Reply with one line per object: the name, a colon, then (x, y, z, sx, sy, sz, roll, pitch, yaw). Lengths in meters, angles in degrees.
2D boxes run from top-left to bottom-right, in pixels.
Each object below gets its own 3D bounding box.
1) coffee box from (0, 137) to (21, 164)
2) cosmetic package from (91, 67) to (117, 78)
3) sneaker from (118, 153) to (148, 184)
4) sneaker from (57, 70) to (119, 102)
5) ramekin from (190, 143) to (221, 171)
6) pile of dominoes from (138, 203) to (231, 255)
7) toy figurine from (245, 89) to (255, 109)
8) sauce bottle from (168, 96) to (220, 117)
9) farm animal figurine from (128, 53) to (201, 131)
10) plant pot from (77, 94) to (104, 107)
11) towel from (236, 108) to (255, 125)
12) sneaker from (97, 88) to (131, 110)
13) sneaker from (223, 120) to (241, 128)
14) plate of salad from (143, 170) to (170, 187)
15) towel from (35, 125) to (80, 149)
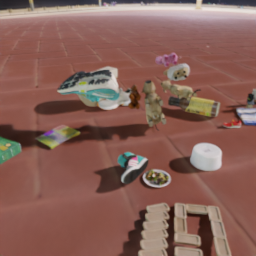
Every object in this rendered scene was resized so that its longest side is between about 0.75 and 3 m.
coffee box: (-4.763, 0.960, 9.497, 1.148, 0.411, 1.867, 14, 31, 25)
cosmetic package: (-1.456, -3.230, 17.100, 0.822, 0.581, 1.588, 20, 35, 33)
sneaker: (-0.030, 1.204, 8.839, 0.838, 0.581, 1.389, 22, 27, 26)
sneaker: (-1.624, -1.465, 10.957, 2.936, 1.169, 1.138, 6, 49, 35)
ramekin: (2.636, 0.948, 9.433, 1.024, 0.499, 1.024, 0, 28, 0)
pile of dominoes: (1.288, 2.687, 6.597, 1.983, 0.405, 2.544, 4, 20, 8)
toy figurine: (6.281, -1.250, 13.241, 1.208, 0.854, 1.227, 13, 32, 34)
sauce bottle: (2.992, -1.050, 12.905, 2.287, 0.740, 0.740, 14, 31, 26)
farm animal figurine: (1.332, -1.541, 11.209, 2.713, 2.191, 1.364, -44, 19, 13)
plant pot: (-1.747, -1.710, 13.701, 1.672, 1.122, 1.672, 0, 29, 0)
towel: (5.539, -0.515, 12.488, 1.108, 0.180, 1.509, 2, 29, 5)
sneaker: (-0.610, -1.467, 13.502, 1.932, 0.889, 0.732, -15, 31, -26)
sneaker: (4.340, -0.195, 11.729, 0.772, 0.328, 0.297, -3, 28, -5)
plate of salad: (0.888, 1.523, 8.677, 0.854, 0.205, 0.854, 0, 28, 0)
towel: (-2.718, 0.318, 10.960, 1.059, 0.168, 1.475, 21, 35, 33)
